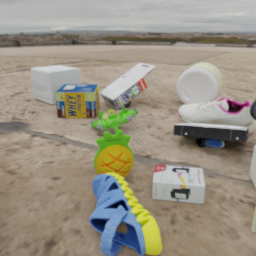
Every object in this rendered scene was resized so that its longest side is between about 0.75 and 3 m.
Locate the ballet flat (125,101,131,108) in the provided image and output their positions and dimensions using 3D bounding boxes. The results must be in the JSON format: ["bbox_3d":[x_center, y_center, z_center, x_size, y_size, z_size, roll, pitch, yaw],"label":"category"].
[{"bbox_3d":[-0.019,-1.202,13.201,0.293,0.251,0.882,-39,17,14],"label":"ballet flat"}]

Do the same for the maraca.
[{"bbox_3d":[-0.340,0.688,6.694,0.979,1.428,0.764,-8,32,-14],"label":"maraca"}]

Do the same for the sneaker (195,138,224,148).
[{"bbox_3d":[2.511,0.478,8.735,0.475,0.328,0.854,-11,19,-42],"label":"sneaker"}]

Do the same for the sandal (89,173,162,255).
[{"bbox_3d":[-0.302,1.568,5.229,0.960,0.876,2.205,-14,23,-22],"label":"sandal"}]

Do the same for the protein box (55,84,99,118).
[{"bbox_3d":[-2.118,-1.187,12.051,1.609,1.093,1.620,0,21,1],"label":"protein box"}]

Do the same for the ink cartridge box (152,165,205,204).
[{"bbox_3d":[1.157,1.274,6.452,1.136,0.471,0.828,3,21,8],"label":"ink cartridge box"}]

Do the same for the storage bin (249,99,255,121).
[{"bbox_3d":[4.395,-0.121,7.200,2.047,1.490,1.375,35,10,-15],"label":"storage bin"}]

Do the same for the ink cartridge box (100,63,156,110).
[{"bbox_3d":[0.094,-2.015,13.211,2.625,0.661,1.430,-39,35,-14],"label":"ink cartridge box"}]

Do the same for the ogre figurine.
[{"bbox_3d":[-0.478,-0.279,10.030,1.757,0.862,1.054,2,14,-6],"label":"ogre figurine"}]

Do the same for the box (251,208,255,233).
[{"bbox_3d":[3.002,1.682,5.325,1.060,0.512,0.932,12,24,28],"label":"box"}]

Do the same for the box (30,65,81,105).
[{"bbox_3d":[-3.616,-2.228,14.110,1.830,1.576,1.839,19,28,41],"label":"box"}]

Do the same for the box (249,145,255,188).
[{"bbox_3d":[3.729,0.984,6.612,1.400,0.895,0.763,3,22,9],"label":"box"}]

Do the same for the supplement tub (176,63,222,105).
[{"bbox_3d":[3.478,-2.108,13.408,1.861,1.861,2.566,9,22,22],"label":"supplement tub"}]

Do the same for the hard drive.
[{"bbox_3d":[2.663,0.107,8.934,2.142,0.405,1.497,4,4,26],"label":"hard drive"}]

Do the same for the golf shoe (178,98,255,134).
[{"bbox_3d":[3.143,-0.642,10.129,2.822,1.291,1.063,10,51,28],"label":"golf shoe"}]
